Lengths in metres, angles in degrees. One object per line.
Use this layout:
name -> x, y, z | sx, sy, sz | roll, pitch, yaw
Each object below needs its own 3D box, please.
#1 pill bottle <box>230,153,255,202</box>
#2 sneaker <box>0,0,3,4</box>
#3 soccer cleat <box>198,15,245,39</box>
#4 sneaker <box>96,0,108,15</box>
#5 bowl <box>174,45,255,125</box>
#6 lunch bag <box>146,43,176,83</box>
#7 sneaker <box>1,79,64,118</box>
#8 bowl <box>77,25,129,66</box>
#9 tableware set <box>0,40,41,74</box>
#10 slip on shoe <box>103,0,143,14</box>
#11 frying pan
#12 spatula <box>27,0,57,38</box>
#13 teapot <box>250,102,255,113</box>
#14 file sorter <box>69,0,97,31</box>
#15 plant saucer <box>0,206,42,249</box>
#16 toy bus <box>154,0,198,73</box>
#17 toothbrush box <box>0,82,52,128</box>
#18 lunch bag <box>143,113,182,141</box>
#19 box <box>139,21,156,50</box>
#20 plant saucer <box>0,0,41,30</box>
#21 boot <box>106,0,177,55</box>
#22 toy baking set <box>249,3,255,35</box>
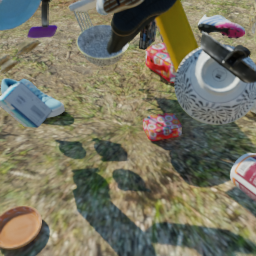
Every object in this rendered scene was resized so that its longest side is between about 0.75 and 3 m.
pill bottle -> 2.184, 0.904, 4.274 | 0.648, 0.648, 1.136 | -13, 25, -16
sneaker -> -2.746, -2.729, 5.625 | 0.351, 0.937, 0.406 | 10, 75, -14
soccer cleat -> 2.105, -2.321, 6.252 | 1.079, 0.377, 0.466 | 21, 75, 28
sneaker -> -0.490, -3.992, 7.770 | 0.595, 1.629, 0.577 | 0, 9, -31
bowl -> 2.044, -1.103, 6.333 | 1.993, 1.993, 0.935 | 9, -3, 11
lunch bag -> 1.821, -2.741, 11.544 | 2.077, 0.966, 2.359 | -20, 42, -23
sneaker -> -3.301, -1.061, 9.370 | 2.489, 1.020, 0.920 | 14, 41, 17
bowl -> -0.704, -2.216, 7.991 | 1.439, 0.675, 1.439 | 1, 56, -2
tableware set -> -3.148, -2.025, 7.919 | 1.490, 0.207, 1.783 | -37, 15, 0
slip on shoe -> -0.046, -2.159, 4.761 | 0.836, 0.318, 0.253 | -10, 14, 37
frying pan -> 1.888, -1.062, 4.763 | 1.419, 0.382, 2.346 | 31, 22, -16
spatula -> -1.627, -2.331, 5.498 | 0.604, 2.137, 0.220 | -15, 77, -25
teapot -> 4.436, -1.070, 9.364 | 1.554, 1.135, 1.533 | 28, 72, 6
file sorter -> -0.719, -3.749, 9.603 | 1.674, 1.502, 2.413 | -19, 21, 9
plant saucer -> -2.358, 2.130, 5.983 | 1.013, 0.190, 1.013 | 0, 37, 0
toy bus -> 1.397, -2.229, 7.504 | 0.786, 2.416, 0.946 | -22, 1, 10
toothbrush box -> -2.427, -0.502, 6.462 | 0.538, 0.923, 1.261 | -53, 27, -19
lunch bag -> 1.057, -0.006, 8.491 | 1.082, 0.443, 0.953 | -10, 39, -12
box -> 0.606, -2.897, 8.287 | 0.218, 0.949, 0.754 | 22, 47, 17
plant saucer -> -2.888, -3.218, 6.528 | 2.020, 2.020, 0.389 | 3, -1, 4
boot -> 0.249, -2.706, 6.985 | 1.980, 1.369, 0.767 | -35, 89, -18
toy baking set -> 4.282, -3.655, 9.422 | 0.121, 0.800, 1.043 | -3, 52, 5
